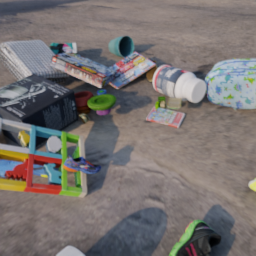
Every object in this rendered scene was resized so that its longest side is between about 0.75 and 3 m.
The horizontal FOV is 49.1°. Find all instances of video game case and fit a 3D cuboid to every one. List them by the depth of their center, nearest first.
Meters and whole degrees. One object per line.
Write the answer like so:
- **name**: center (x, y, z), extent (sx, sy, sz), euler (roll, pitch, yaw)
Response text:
- **video game case**: center (1.433, -0.417, 10.675), extent (1.259, 0.110, 0.900), euler (15, 40, 19)

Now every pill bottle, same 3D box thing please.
- **pill bottle**: center (2.063, -1.742, 11.271), extent (1.191, 1.191, 1.992), euler (-26, 38, -30)

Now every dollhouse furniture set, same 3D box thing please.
- **dollhouse furniture set**: center (1.521, -0.790, 10.391), extent (0.942, 0.473, 0.617), euler (4, 41, 17)

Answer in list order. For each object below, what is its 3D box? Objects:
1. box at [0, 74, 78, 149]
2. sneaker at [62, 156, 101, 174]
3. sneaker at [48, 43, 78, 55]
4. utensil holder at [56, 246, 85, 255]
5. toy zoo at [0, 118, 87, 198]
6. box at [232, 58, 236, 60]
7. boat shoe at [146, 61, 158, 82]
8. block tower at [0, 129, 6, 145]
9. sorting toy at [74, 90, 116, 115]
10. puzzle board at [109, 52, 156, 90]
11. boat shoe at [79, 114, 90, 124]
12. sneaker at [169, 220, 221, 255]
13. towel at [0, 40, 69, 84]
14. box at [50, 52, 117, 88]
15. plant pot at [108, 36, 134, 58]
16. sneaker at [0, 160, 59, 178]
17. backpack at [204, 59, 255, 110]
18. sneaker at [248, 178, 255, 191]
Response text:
- **box**: center (-3.402, -0.640, 9.915), extent (2.281, 1.413, 2.242), euler (24, 45, 29)
- **sneaker**: center (-1.214, 1.003, 7.635), extent (1.082, 0.424, 0.407), euler (12, 5, -32)
- **sneaker**: center (-3.310, -3.586, 14.044), extent (1.558, 1.079, 2.581), euler (-5, 35, -9)
- **utensil holder**: center (-1.322, 3.138, 5.070), extent (1.277, 1.277, 1.502), euler (27, 42, 30)
- **toy zoo**: center (-2.566, 0.770, 7.463), extent (2.982, 0.305, 1.957), euler (13, 47, -29)
- **box**: center (5.304, -2.630, 13.069), extent (1.162, 0.736, 1.206), euler (16, 39, 20)
- **boat shoe**: center (1.212, -2.589, 13.124), extent (0.555, 0.475, 1.515), euler (-15, 41, 24)
- **block tower**: center (-4.885, 0.887, 8.401), extent (0.759, 0.812, 2.810), euler (12, 40, 16)
- **sorting toy**: center (-1.231, -0.818, 10.543), extent (2.050, 0.841, 1.232), euler (17, 38, 36)
- **puzzle board**: center (-0.064, -2.762, 13.164), extent (2.231, 0.194, 1.681), euler (-35, 46, -13)
- **boat shoe**: center (-1.570, -0.376, 10.117), extent (0.307, 0.359, 0.979), euler (-30, 16, -9)
- **sneaker**: center (1.362, 2.809, 5.863), extent (0.874, 0.801, 2.087), euler (19, 42, 30)
- **towel**: center (-4.127, -2.775, 12.407), extent (2.558, 1.095, 2.118), euler (46, 39, 19)
- **box**: center (-1.879, -2.555, 12.098), extent (2.421, 0.483, 1.657), euler (25, 26, 8)
- **plant pot**: center (-0.455, -4.379, 15.166), extent (1.153, 1.153, 1.083), euler (-31, 32, -34)
- **sneaker**: center (-3.036, 0.998, 8.255), extent (2.064, 0.809, 0.680), euler (0, 39, 2)
- **backpack**: center (4.292, -1.723, 10.938), extent (2.541, 2.073, 1.954), euler (27, 58, 39)
- **sneaker**: center (3.935, 1.756, 7.479), extent (1.377, 0.519, 0.526), euler (18, 40, 24)
